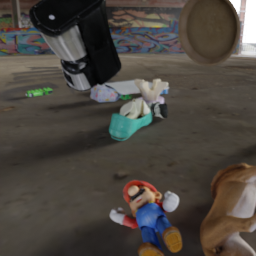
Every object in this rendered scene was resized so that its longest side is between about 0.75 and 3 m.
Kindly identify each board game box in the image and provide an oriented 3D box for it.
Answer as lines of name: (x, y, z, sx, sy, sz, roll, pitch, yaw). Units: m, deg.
board game box: (0.230, -2.179, 15.646, 2.960, 0.383, 2.959, -12, 22, -30)

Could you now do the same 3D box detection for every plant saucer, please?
plant saucer: (3.118, -3.808, 10.866, 0.412, 2.800, 2.800, -25, 30, -33)

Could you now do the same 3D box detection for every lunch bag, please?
lunch bag: (-1.090, -1.697, 13.628, 1.238, 0.787, 1.050, -3, 18, -30)

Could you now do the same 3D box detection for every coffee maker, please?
coffee maker: (-1.135, -2.765, 8.642, 2.730, 2.842, 1.914, -18, 63, 1)

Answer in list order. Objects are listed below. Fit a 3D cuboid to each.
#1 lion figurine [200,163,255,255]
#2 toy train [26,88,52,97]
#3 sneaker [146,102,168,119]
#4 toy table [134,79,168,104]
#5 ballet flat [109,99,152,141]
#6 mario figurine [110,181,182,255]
lion figurine: (1.670, 1.301, 4.383, 1.576, 0.933, 2.574, -29, 1, 45)
toy train: (-4.676, -1.855, 14.843, 0.432, 0.320, 1.533, 24, 29, 30)
sneaker: (1.057, -0.687, 10.947, 0.728, 0.610, 1.646, -4, 10, -12)
toy table: (1.019, -1.647, 12.999, 1.687, 1.074, 1.835, 7, 19, 20)
ballet flat: (0.236, -0.453, 9.502, 0.943, 0.986, 2.801, 18, 24, 17)
mario figurine: (0.232, 1.324, 4.529, 0.973, 0.835, 1.576, -2, 21, -13)
